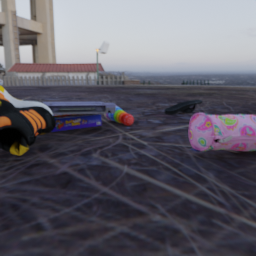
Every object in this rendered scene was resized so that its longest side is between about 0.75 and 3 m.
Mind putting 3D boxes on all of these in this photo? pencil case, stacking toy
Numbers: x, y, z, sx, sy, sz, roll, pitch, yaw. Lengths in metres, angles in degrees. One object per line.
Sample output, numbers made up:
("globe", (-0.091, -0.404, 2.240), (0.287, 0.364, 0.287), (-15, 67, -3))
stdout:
("pencil case", (2.250, 0.122, 6.007), (1.976, 0.864, 0.864), (2, 9, -26))
("stacking toy", (-0.276, -0.423, 10.032), (0.620, 0.620, 1.451), (-7, 19, -33))

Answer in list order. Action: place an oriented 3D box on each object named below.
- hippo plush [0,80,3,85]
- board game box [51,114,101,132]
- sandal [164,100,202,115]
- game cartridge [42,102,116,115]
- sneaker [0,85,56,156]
("hippo plush", (-4.256, -0.903, 9.455), (1.433, 1.447, 1.799), (-16, 16, -12))
("board game box", (-2.005, -0.260, 9.508), (1.823, 0.408, 1.226), (-9, 14, -38))
("sandal", (2.535, -0.874, 12.853), (2.041, 0.488, 0.767), (-19, 19, -25))
("game cartridge", (-1.787, -0.636, 8.830), (2.408, 0.462, 1.561), (-3, 10, -25))
("sneaker", (-2.416, 0.053, 6.100), (1.043, 1.341, 2.981), (-27, -15, 6))
